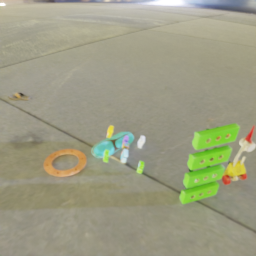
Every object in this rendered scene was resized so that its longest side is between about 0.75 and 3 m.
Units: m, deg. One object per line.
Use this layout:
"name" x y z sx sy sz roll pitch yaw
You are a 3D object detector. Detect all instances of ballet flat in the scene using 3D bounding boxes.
"ballet flat" -0.702 0.683 11.338 1.982 0.667 0.697 -22 15 -31

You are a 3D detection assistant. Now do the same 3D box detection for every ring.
"ring" -2.382 1.332 10.644 1.589 0.153 1.589 -1 32 1

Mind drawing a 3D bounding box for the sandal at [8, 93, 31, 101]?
"sandal" -5.908 -1.735 15.281 1.248 0.341 0.510 7 33 10

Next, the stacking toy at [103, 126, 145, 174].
"stacking toy" -0.150 0.833 10.768 1.512 0.471 2.005 18 38 -10

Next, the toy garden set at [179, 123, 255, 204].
"toy garden set" 2.810 0.946 8.643 2.404 2.884 0.575 -11 40 -17
